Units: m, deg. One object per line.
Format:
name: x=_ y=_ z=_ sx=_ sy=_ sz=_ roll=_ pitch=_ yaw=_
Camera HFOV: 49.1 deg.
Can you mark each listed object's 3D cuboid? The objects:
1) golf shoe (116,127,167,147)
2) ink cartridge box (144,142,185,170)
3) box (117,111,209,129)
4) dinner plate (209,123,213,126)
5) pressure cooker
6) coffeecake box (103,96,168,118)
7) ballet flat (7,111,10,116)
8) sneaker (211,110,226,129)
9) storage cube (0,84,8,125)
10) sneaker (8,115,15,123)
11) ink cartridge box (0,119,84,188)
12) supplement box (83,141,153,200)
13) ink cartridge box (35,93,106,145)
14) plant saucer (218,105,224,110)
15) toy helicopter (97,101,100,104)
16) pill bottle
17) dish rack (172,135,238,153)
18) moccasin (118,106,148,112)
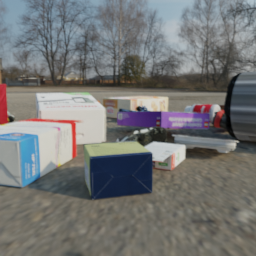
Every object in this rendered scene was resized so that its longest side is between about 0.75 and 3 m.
golf shoe: x=0.421 y=0.294 z=7.968 sx=1.737 sy=0.675 sz=0.821 roll=-4 pitch=6 yaw=-45
ink cartridge box: x=0.693 y=0.688 z=6.459 sx=0.838 sy=0.387 sz=1.539 roll=4 pitch=12 yaw=27
box: x=1.125 y=-0.280 z=9.953 sx=1.975 sy=0.564 sz=2.886 roll=0 pitch=2 yaw=-29
dinner plate: x=3.513 y=-0.359 z=12.817 sx=2.209 sy=0.268 sz=2.209 roll=0 pitch=12 yaw=0
pressure cooker: x=4.557 y=-0.599 z=8.535 sx=2.616 sy=2.336 sz=2.300 roll=7 pitch=23 yaw=41
coffeecake box: x=0.411 y=-1.159 z=15.402 sx=2.905 sy=1.061 sz=2.229 roll=-9 pitch=13 yaw=-43
ballet flat: x=-6.233 y=-0.663 z=13.983 sx=0.507 sy=0.522 sz=1.468 roll=-19 pitch=12 yaw=-7
sneaker: x=4.263 y=-0.339 z=11.185 sx=1.064 sy=0.770 sz=2.178 roll=23 pitch=24 yaw=38
storage cube: x=-6.149 y=-0.862 z=11.365 sx=2.030 sy=1.825 sz=1.735 roll=2 pitch=9 yaw=5
sneaker: x=-5.663 y=-0.346 z=12.933 sx=0.970 sy=0.361 sz=0.410 roll=-6 pitch=13 yaw=24
ink cartridge box: x=-2.270 y=0.396 z=6.497 sx=1.606 sy=0.930 sz=2.764 roll=3 pitch=10 yaw=16
supplement box: x=-0.229 y=0.722 z=5.181 sx=1.089 sy=0.731 sz=1.088 roll=-3 pitch=10 yaw=-15
ink cartridge box: x=-2.063 y=-0.411 z=9.612 sx=2.020 sy=1.166 sz=2.776 roll=-3 pitch=18 yaw=-19
plant saucer: x=5.067 y=-0.792 z=14.073 sx=2.431 sy=0.419 sz=2.431 roll=4 pitch=-1 yaw=0
toy helicopter: x=-2.423 y=-0.637 z=13.861 sx=2.219 sy=0.875 sz=1.468 roll=-8 pitch=16 yaw=21
pill bottle: x=3.250 y=-0.636 z=12.336 sx=1.426 sy=0.801 sz=0.801 roll=5 pitch=11 yaw=40
dish rack: x=2.063 y=0.434 z=7.489 sx=1.624 sy=0.354 sz=1.394 roll=4 pitch=-3 yaw=23
moccasin: x=0.554 y=-0.723 z=13.332 sx=2.096 sy=0.715 sz=0.843 roll=-6 pitch=-1 yaw=-25
